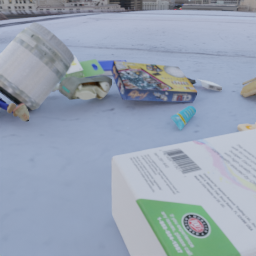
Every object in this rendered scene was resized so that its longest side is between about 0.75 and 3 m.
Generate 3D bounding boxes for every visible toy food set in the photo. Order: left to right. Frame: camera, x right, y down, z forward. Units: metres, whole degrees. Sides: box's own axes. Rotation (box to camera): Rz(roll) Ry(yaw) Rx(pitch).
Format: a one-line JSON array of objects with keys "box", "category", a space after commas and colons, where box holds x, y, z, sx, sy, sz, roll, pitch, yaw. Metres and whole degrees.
[{"box": [4.779, -1.426, 9.771, 1.637, 0.476, 2.371, -22, 10, 28], "category": "toy food set"}]

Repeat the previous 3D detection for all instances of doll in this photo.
[{"box": [-3.776, -0.747, 8.112, 1.409, 0.961, 0.341, 25, 78, 18], "category": "doll"}]

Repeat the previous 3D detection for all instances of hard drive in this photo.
[{"box": [-1.193, -2.749, 12.817, 2.420, 0.307, 1.596, -4, 27, -8], "category": "hard drive"}]

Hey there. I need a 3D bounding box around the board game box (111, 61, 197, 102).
[{"box": [0.850, -1.578, 9.553, 2.553, 0.442, 1.729, 1, 41, -19], "category": "board game box"}]

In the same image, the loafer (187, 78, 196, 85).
[{"box": [2.101, -1.869, 10.957, 1.103, 0.347, 0.396, -3, -8, -3], "category": "loafer"}]

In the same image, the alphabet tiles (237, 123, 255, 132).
[{"box": [4.056, 0.456, 6.695, 2.771, 0.202, 2.710, -7, 26, -13], "category": "alphabet tiles"}]

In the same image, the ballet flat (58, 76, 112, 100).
[{"box": [-1.179, -1.229, 9.211, 0.780, 0.825, 2.449, 40, 28, 24], "category": "ballet flat"}]

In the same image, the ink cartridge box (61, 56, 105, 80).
[{"box": [-2.073, -2.585, 11.821, 1.849, 0.443, 1.345, -18, 46, -14], "category": "ink cartridge box"}]

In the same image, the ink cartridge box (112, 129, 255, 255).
[{"box": [1.490, 1.183, 4.132, 2.997, 1.258, 2.170, -9, 29, -19], "category": "ink cartridge box"}]

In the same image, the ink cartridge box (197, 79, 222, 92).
[{"box": [3.066, -1.633, 10.656, 0.659, 0.195, 0.823, 6, 20, -24], "category": "ink cartridge box"}]

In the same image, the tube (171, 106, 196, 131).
[{"box": [1.604, -0.319, 8.102, 0.461, 0.300, 1.190, 50, 40, 4], "category": "tube"}]

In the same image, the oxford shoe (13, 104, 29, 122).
[{"box": [-2.816, -0.398, 7.551, 0.344, 0.359, 0.973, -41, 1, -12], "category": "oxford shoe"}]

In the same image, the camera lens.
[{"box": [-3.011, -1.832, 8.687, 1.810, 1.810, 2.263, 30, 79, 44], "category": "camera lens"}]

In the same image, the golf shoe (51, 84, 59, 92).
[{"box": [-2.756, -1.455, 9.873, 0.856, 0.392, 0.322, -22, 26, -19], "category": "golf shoe"}]
